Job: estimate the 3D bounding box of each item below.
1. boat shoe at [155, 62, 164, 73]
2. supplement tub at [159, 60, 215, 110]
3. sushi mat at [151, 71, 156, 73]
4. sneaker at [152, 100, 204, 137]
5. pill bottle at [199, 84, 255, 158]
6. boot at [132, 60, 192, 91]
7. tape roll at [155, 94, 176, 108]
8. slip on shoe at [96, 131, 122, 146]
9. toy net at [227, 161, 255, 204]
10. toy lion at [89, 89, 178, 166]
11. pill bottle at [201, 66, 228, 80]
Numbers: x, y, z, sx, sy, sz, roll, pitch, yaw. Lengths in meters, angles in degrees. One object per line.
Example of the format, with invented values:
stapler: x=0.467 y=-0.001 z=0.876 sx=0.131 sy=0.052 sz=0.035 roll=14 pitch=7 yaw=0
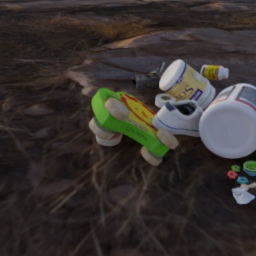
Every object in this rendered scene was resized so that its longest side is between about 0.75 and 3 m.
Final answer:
boat shoe: x=1.369 y=-2.573 z=12.615 sx=0.302 sy=0.893 sz=0.321 roll=28 pitch=4 yaw=13
supplement tub: x=2.159 y=-1.503 z=10.234 sx=1.737 sy=1.263 sz=1.263 roll=32 pitch=28 yaw=-16
sushi mat: x=1.345 y=-2.697 z=13.481 sx=0.390 sy=0.049 sz=0.816 roll=-1 pitch=15 yaw=27
sneaker: x=1.953 y=-0.333 z=8.659 sx=2.678 sy=0.948 sz=0.978 roll=-5 pitch=49 yaw=-44
pill bottle: x=3.306 y=-0.376 z=8.507 sx=1.656 sy=1.656 sz=2.859 roll=16 pitch=28 yaw=24
boot: x=1.413 y=-2.242 z=12.159 sx=2.518 sy=1.001 sz=2.892 roll=-7 pitch=16 yaw=5
tape roll: x=1.477 y=-1.053 z=11.021 sx=0.806 sy=0.282 sz=0.806 roll=0 pitch=31 yaw=0
slip on shoe: x=-0.552 y=-0.543 z=9.619 sx=1.115 sy=0.889 sz=2.934 roll=4 pitch=32 yaw=6
toy net: x=2.864 y=1.323 z=7.074 sx=0.777 sy=0.286 sz=1.480 roll=8 pitch=31 yaw=29
toy lion: x=0.136 y=-0.314 z=8.201 sx=2.779 sy=0.954 sz=2.664 roll=29 pitch=22 yaw=-29
pill bottle: x=3.961 y=-2.521 z=12.830 sx=1.135 sy=0.620 sz=0.620 roll=12 pitch=33 yaw=33
